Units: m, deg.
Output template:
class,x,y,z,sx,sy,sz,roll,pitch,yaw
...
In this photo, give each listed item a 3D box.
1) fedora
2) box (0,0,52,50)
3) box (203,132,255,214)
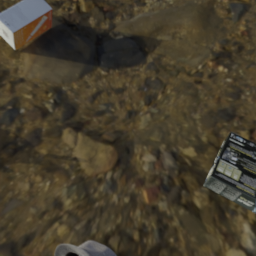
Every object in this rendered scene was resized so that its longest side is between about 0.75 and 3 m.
class,x,y,z,sx,sy,sz,roll,pitch,yaw
fedora,-0.833,3.500,6.931,1.982,1.753,0.895,34,36,25
box,-4.188,-4.331,11.457,0.967,1.234,1.984,45,67,1
box,3.624,1.400,8.362,2.106,0.907,1.725,26,63,14
